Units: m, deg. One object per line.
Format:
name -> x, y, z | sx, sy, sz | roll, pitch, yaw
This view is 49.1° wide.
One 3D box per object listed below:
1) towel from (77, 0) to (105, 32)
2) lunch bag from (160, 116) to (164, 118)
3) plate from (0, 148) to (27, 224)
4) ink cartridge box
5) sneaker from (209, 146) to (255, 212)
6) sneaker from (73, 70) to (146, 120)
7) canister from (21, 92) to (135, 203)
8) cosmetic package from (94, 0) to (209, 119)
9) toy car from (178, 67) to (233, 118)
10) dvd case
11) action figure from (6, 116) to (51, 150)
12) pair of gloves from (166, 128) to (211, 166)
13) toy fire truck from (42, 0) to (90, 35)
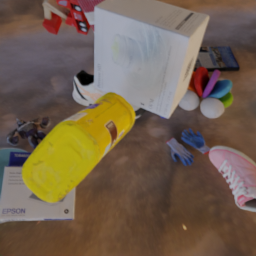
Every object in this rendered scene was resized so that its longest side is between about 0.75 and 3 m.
towel -> -0.206, -3.203, 8.009 | 2.010, 2.790, 0.317 | -3, 59, 19
lunch bag -> 1.195, -1.427, 9.710 | 1.105, 1.475, 1.735 | -3, 49, -2
plate -> -3.614, 1.610, 7.867 | 2.436, 0.311, 2.436 | 0, 50, 0
ink cartridge box -> -2.320, 1.475, 7.403 | 1.858, 0.378, 1.862 | 2, 65, -12
sneaker -> 3.031, 1.419, 7.670 | 2.195, 0.826, 1.147 | 36, 53, 22
sneaker -> -0.728, -1.124, 9.692 | 2.859, 1.143, 1.054 | 19, 50, 14
canister -> -0.735, 0.238, 4.766 | 0.856, 1.470, 1.979 | 44, 22, -1
cosmetic package -> 0.413, -1.737, 6.700 | 2.188, 2.182, 1.345 | 25, 48, 17
toy car -> 2.722, -1.401, 9.707 | 1.923, 1.442, 1.683 | 22, 52, 18
dvd case -> 3.407, -2.913, 11.838 | 2.193, 0.192, 1.564 | -2, 50, -2
action figure -> -2.881, 0.262, 8.743 | 2.264, 0.786, 1.473 | 34, 64, 30
pair of gloves -> 1.885, 0.586, 8.847 | 1.400, 0.160, 1.126 | -26, 54, -21
toy fire truck -> -2.106, -3.808, 9.166 | 1.803, 2.557, 0.623 | 18, 80, 3
